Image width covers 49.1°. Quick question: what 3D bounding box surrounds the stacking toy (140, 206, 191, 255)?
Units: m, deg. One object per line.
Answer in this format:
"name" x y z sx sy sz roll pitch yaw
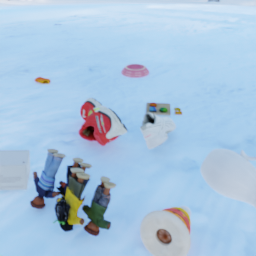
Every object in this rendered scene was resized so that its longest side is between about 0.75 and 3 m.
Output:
"stacking toy" 0.934 1.916 5.682 1.001 1.001 1.371 16 17 25

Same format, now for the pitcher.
"pitcher" 2.631 1.016 6.330 1.685 1.446 1.022 35 13 34

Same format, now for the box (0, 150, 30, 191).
"box" -2.923 1.039 7.003 0.840 0.723 0.844 1 23 -14

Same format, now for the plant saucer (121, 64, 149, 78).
"plant saucer" 0.368 -3.019 14.638 1.456 0.369 1.456 -1 29 0

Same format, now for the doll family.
"doll family" -1.296 1.425 5.962 0.944 1.390 2.406 11 11 -39

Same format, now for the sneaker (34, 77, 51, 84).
"sneaker" -4.120 -2.250 13.374 0.820 0.299 0.316 5 36 12

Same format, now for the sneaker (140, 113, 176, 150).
"sneaker" 0.903 -0.127 8.701 0.750 0.956 1.925 -28 8 25

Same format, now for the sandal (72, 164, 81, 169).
"sandal" -1.321 1.162 7.469 0.324 0.195 0.864 -14 32 -21

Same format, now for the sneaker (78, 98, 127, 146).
"sneaker" -1.128 -0.170 8.846 1.168 1.059 2.750 -39 26 -14

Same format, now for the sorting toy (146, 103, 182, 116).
"sorting toy" 1.383 -0.764 10.869 1.368 0.183 1.019 3 30 5
